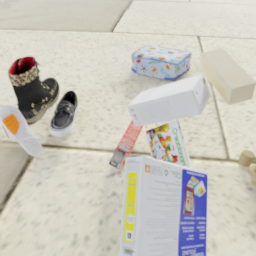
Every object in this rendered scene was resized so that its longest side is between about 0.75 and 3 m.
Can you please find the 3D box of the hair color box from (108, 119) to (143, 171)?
[{"bbox_3d":[-0.038,0.485,8.618,0.476,0.825,1.488,28,42,2],"label":"hair color box"}]

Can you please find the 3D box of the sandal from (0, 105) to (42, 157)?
[{"bbox_3d":[-3.332,0.171,8.446,1.808,0.518,0.693,56,38,0],"label":"sandal"}]

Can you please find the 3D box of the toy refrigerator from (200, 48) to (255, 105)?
[{"bbox_3d":[2.746,-1.477,7.932,0.700,0.645,1.845,-16,47,-5],"label":"toy refrigerator"}]

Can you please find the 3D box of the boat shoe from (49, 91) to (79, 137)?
[{"bbox_3d":[-2.226,-0.620,9.965,0.872,0.826,2.495,3,30,5],"label":"boat shoe"}]

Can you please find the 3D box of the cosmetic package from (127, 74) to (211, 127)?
[{"bbox_3d":[1.142,-0.740,8.001,2.126,0.787,1.081,-9,27,37],"label":"cosmetic package"}]

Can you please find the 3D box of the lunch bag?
[{"bbox_3d":[1.652,-3.177,13.434,2.726,1.030,2.184,20,39,26],"label":"lunch bag"}]

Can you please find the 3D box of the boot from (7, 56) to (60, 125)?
[{"bbox_3d":[-3.149,-1.529,9.560,0.921,1.895,2.516,10,42,11],"label":"boot"}]

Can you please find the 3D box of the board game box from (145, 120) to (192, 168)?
[{"bbox_3d":[1.095,0.662,7.568,0.972,0.267,1.540,-22,71,27],"label":"board game box"}]

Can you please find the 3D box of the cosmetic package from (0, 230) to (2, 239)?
[{"bbox_3d":[-3.478,2.774,5.846,0.864,0.629,1.699,5,39,7],"label":"cosmetic package"}]

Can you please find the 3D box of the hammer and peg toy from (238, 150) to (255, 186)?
[{"bbox_3d":[4.271,1.256,7.654,1.763,0.845,2.396,-10,38,-12],"label":"hammer and peg toy"}]

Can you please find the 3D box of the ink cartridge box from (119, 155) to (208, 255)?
[{"bbox_3d":[0.790,1.862,5.322,0.551,2.345,2.317,-6,-18,42],"label":"ink cartridge box"}]
